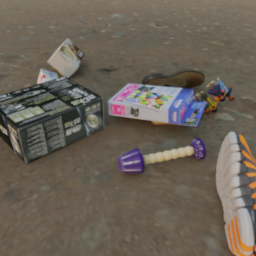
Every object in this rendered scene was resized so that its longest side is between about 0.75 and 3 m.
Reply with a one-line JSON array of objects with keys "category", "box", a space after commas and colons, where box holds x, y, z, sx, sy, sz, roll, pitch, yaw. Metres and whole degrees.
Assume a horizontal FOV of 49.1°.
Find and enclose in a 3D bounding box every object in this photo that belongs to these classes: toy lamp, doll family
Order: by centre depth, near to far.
[{"category": "toy lamp", "box": [0.906, 0.767, 7.625, 2.402, 0.699, 0.699, -10, 33, -18]}, {"category": "doll family", "box": [3.127, -1.073, 10.115, 1.700, 0.667, 0.983, -41, 77, 1]}]

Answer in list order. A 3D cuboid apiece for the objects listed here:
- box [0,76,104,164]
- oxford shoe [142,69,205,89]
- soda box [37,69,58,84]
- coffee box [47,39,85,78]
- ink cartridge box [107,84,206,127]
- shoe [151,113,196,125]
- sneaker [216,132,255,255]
[{"category": "box", "box": [-2.569, -0.426, 8.952, 2.835, 1.221, 2.322, -27, 41, -35]}, {"category": "oxford shoe", "box": [2.005, -1.663, 11.396, 2.714, 0.986, 1.146, -13, 50, -15]}, {"category": "soda box", "box": [-3.177, -1.683, 11.215, 0.697, 0.647, 2.041, 13, 23, -27]}, {"category": "coffee box", "box": [-2.945, -3.374, 13.544, 0.825, 1.183, 2.069, -38, 23, 23]}, {"category": "ink cartridge box", "box": [1.008, -0.849, 9.452, 2.970, 0.623, 1.772, 11, 33, 22]}, {"category": "shoe", "box": [1.609, -0.395, 9.654, 1.609, 0.429, 0.563, -3, 34, -5]}, {"category": "sneaker", "box": [2.944, 1.426, 6.142, 1.661, 1.150, 2.964, 7, 52, 0]}]
